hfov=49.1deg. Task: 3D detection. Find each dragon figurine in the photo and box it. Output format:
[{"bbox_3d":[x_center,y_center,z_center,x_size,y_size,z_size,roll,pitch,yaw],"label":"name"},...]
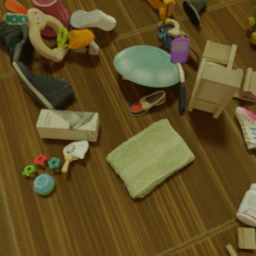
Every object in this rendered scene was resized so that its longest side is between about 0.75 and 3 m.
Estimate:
[{"bbox_3d":[1.543,-3.802,11.672,0.438,0.741,1.490,-25,38,16],"label":"dragon figurine"}]

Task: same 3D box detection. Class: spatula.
[{"bbox_3d":[2.003,-1.939,10.635,0.812,0.295,2.874,-5,94,-26],"label":"spatula"}]

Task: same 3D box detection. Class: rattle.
[{"bbox_3d":[2.002,-4.440,12.053,0.922,1.012,1.416,-30,62,-31],"label":"rattle"},{"bbox_3d":[-3.026,-3.888,10.615,1.990,2.786,1.814,15,65,46],"label":"rattle"}]

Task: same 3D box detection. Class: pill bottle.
[{"bbox_3d":[4.088,2.494,9.117,0.694,0.694,1.224,30,69,12],"label":"pill bottle"}]

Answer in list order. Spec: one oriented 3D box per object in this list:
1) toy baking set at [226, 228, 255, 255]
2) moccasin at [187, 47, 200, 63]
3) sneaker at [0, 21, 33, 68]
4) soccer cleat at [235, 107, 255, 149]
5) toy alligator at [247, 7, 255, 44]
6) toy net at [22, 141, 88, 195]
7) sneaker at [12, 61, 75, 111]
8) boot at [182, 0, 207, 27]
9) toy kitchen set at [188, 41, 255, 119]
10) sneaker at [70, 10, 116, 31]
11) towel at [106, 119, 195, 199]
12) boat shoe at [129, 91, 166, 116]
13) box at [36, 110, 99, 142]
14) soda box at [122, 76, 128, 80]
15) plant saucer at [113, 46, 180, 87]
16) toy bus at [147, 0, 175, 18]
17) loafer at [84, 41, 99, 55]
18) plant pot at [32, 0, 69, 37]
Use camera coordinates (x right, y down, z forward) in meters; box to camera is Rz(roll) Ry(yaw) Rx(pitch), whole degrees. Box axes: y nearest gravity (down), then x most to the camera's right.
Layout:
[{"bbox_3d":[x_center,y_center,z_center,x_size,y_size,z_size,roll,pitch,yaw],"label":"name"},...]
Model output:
[{"bbox_3d":[4.254,4.108,8.236,2.029,0.308,2.643,-29,69,14],"label":"toy baking set"},{"bbox_3d":[2.432,-3.117,11.680,1.376,0.503,0.531,47,113,23],"label":"moccasin"},{"bbox_3d":[-4.837,-3.451,11.579,1.582,1.056,2.761,-6,63,-1],"label":"sneaker"},{"bbox_3d":[4.486,0.188,10.116,0.933,0.755,2.161,-37,66,1],"label":"soccer cleat"},{"bbox_3d":[5.776,-3.764,11.913,0.973,0.705,2.936,-9,73,9],"label":"toy alligator"},{"bbox_3d":[-2.432,1.212,9.848,2.375,0.459,1.246,-38,56,-17],"label":"toy net"},{"bbox_3d":[-3.229,-1.783,10.768,1.283,0.903,2.416,-43,95,-19],"label":"sneaker"},{"bbox_3d":[3.256,-5.289,12.650,1.056,0.592,1.527,-15,68,-12],"label":"boot"},{"bbox_3d":[3.845,-2.065,9.997,2.414,2.670,2.959,16,73,8],"label":"toy kitchen set"},{"bbox_3d":[-1.508,-4.599,12.276,2.083,1.204,0.768,17,99,39],"label":"sneaker"},{"bbox_3d":[0.775,1.002,9.885,2.716,0.495,2.015,-33,69,-13],"label":"towel"},{"bbox_3d":[0.739,-0.968,10.739,1.535,0.480,0.546,-25,71,-5],"label":"boat shoe"},{"bbox_3d":[-2.150,-0.090,10.180,2.098,0.717,0.862,3,54,0],"label":"box"},{"bbox_3d":[0.757,-2.251,11.172,1.930,0.654,0.618,8,51,4],"label":"soda box"},{"bbox_3d":[0.826,-2.582,10.852,2.759,0.531,2.759,6,42,-6],"label":"plant saucer"},{"bbox_3d":[1.255,-6.443,12.939,1.127,0.937,2.880,-30,69,-13],"label":"toy bus"},{"bbox_3d":[-1.650,-3.537,11.818,0.454,0.455,1.302,-15,52,-21],"label":"loafer"},{"bbox_3d":[-3.401,-5.011,12.013,1.589,1.422,1.589,1,65,-2],"label":"plant pot"}]
